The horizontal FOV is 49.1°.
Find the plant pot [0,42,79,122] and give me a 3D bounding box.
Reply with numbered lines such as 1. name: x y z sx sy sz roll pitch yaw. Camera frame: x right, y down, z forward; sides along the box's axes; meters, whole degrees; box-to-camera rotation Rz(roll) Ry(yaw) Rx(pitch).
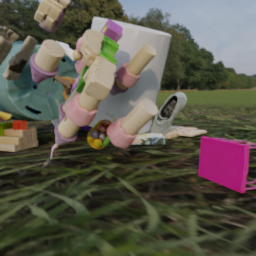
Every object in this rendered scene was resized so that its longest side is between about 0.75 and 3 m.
1. plant pot: -2.776 -1.321 8.337 2.650 2.650 2.596 -4 11 -31

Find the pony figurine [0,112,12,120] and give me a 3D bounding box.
1. pony figurine: -4.218 -0.452 7.257 1.635 1.694 1.411 -24 41 23

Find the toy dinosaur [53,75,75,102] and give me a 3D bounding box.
1. toy dinosaur: -1.528 -1.105 7.074 0.545 0.958 1.804 -27 -14 23

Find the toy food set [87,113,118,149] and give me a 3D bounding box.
1. toy food set: -0.523 0.098 6.269 0.522 0.888 0.290 40 -5 -16

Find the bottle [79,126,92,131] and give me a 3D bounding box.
1. bottle: -1.078 -0.364 11.566 2.744 0.896 1.146 -4 9 -31

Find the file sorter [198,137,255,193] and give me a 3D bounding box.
1. file sorter: 1.804 0.572 4.774 0.651 0.722 1.038 0 6 -24

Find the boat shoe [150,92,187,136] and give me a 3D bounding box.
1. boat shoe: 1.148 -0.388 8.889 0.621 1.781 0.634 46 29 25

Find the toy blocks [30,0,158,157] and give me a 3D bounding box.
1. toy blocks: -1.080 -0.953 6.080 2.756 2.576 2.320 27 -47 -22

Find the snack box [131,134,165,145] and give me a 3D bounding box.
1. snack box: 0.443 0.335 8.574 1.258 0.233 0.731 0 8 -1

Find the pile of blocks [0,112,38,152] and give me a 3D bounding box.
1. pile of blocks: -3.789 0.021 8.316 1.226 0.928 2.986 -7 9 -42

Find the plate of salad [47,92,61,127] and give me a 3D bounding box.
1. plate of salad: -2.682 -0.691 10.823 0.412 1.716 1.716 -18 16 -37

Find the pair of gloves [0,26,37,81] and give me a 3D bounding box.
1. pair of gloves: -2.596 -1.572 6.136 0.236 1.143 1.344 32 12 7

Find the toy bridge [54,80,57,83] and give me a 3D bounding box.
1. toy bridge: -2.932 -1.857 12.095 0.475 1.414 0.192 0 7 6

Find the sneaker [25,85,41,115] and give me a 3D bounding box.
1. sneaker: -3.088 -0.965 9.510 1.056 0.904 2.549 34 3 -25

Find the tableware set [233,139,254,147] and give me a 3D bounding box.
1. tableware set: 3.353 0.505 7.500 0.616 0.187 0.931 10 4 -44

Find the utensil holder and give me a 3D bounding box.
1. utensil holder: -0.168 -1.652 8.782 2.548 2.998 2.548 12 21 -5

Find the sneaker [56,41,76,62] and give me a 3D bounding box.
1. sneaker: -2.041 -2.454 9.087 0.461 0.404 1.150 15 23 -49

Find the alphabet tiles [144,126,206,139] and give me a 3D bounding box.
1. alphabet tiles: 1.601 0.144 10.445 2.292 0.171 2.344 6 9 37

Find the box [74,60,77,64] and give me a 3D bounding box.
1. box: -2.006 -1.768 9.879 0.292 1.156 1.617 3 1 -28
